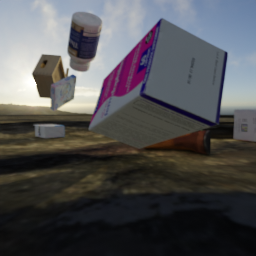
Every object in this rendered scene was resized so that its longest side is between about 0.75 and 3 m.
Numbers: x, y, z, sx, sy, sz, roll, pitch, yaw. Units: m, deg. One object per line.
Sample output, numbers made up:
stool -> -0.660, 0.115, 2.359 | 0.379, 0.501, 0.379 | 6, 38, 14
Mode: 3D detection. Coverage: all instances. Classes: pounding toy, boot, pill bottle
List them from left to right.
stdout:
pounding toy -> -2.673, -1.703, 9.942 | 0.800, 1.536, 1.748 | 6, -39, 4
pill bottle -> -1.192, -2.234, 7.422 | 0.789, 1.422, 0.789 | 12, 40, -10
boot -> 1.072, 0.305, 6.552 | 1.616, 0.553, 1.521 | 0, 4, 11

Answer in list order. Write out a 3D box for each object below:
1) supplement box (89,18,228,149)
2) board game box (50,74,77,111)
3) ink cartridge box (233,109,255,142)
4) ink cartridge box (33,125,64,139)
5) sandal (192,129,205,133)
supplement box -> 0.373, -0.562, 5.163 | 1.327, 1.299, 2.568 | 20, -20, -18
board game box -> -2.130, -1.158, 9.199 | 0.213, 0.982, 0.977 | 32, 44, 16
ink cartridge box -> 4.890, -0.078, 8.544 | 2.415, 1.013, 2.120 | -2, 4, -26
ink cartridge box -> -2.899, 0.109, 10.148 | 0.723, 0.426, 1.256 | -3, 5, -37
sandal -> 1.280, 0.050, 9.232 | 1.125, 0.808, 2.832 | 2, 17, -41
